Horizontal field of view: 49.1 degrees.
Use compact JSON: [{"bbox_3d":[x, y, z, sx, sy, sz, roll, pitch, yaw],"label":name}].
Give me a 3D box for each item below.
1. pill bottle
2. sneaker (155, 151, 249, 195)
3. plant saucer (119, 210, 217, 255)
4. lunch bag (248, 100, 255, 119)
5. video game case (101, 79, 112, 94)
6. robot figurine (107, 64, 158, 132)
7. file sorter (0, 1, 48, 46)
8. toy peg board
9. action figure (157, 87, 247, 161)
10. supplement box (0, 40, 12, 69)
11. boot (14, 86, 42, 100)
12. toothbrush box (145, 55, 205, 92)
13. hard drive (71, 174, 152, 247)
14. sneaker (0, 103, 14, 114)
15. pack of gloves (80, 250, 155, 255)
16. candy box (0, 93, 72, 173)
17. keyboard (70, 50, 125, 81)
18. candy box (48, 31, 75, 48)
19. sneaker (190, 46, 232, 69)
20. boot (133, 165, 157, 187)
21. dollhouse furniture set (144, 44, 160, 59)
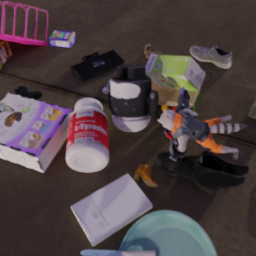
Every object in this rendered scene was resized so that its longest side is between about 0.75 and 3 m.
[{"bbox_3d":[-1.487,0.188,10.423,1.490,1.490,2.655,-3,49,-3],"label":"pill bottle"},{"bbox_3d":[2.336,1.244,9.430,2.989,1.559,0.897,27,53,22],"label":"sneaker"},{"bbox_3d":[0.982,3.654,7.150,2.951,0.530,2.951,-21,53,29],"label":"plant saucer"},{"bbox_3d":[5.850,-0.831,11.858,1.033,0.741,1.260,29,48,24],"label":"lunch bag"},{"bbox_3d":[-0.409,-1.825,13.139,1.415,0.134,1.011,18,51,14],"label":"video game case"},{"bbox_3d":[0.130,-1.089,10.547,1.567,2.511,1.886,-5,18,-13],"label":"robot figurine"},{"bbox_3d":[-6.006,-5.551,14.769,2.986,1.873,2.075,14,16,12],"label":"file sorter"},{"bbox_3d":[2.055,-1.437,12.345,2.258,1.109,2.267,6,46,27],"label":"toy peg board"},{"bbox_3d":[2.271,-0.270,9.105,2.624,1.419,2.713,9,69,-12],"label":"action figure"},{"bbox_3d":[-7.031,-3.846,14.418,1.355,0.900,1.336,8,49,7],"label":"supplement box"},{"bbox_3d":[-4.566,-1.609,12.742,1.092,0.417,0.917,-24,56,-12],"label":"boot"},{"bbox_3d":[1.816,-2.155,11.016,1.911,1.391,0.823,18,82,41],"label":"toothbrush box"},{"bbox_3d":[-0.534,2.575,9.091,2.216,0.291,1.461,-27,53,-22],"label":"hard drive"},{"bbox_3d":[-3.988,-0.583,8.730,0.358,0.929,0.396,-31,58,25],"label":"sneaker"},{"bbox_3d":[-0.520,4.151,7.179,2.418,0.477,2.031,-5,50,12],"label":"pack of gloves"},{"bbox_3d":[-3.983,0.082,10.807,2.943,1.053,2.469,16,50,13],"label":"candy box"},{"bbox_3d":[-1.613,-3.287,14.334,2.614,0.335,1.569,-28,60,-24],"label":"keyboard"},{"bbox_3d":[-3.692,-4.989,15.734,1.211,0.466,1.024,8,47,5],"label":"candy box"},{"bbox_3d":[4.311,-3.894,14.444,2.263,0.928,0.846,23,52,20],"label":"sneaker"},{"bbox_3d":[0.706,1.656,9.877,0.938,0.330,0.672,17,55,22],"label":"boot"},{"bbox_3d":[1.233,-4.024,14.858,0.693,0.491,0.755,-30,55,-24],"label":"dollhouse furniture set"}]
